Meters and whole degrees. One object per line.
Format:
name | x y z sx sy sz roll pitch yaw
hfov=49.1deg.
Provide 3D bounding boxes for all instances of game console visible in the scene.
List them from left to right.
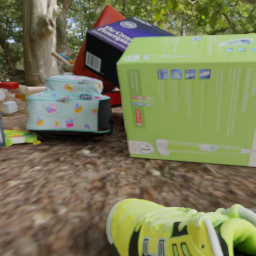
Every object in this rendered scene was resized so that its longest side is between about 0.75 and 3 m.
game console | -0.713 -0.874 9.500 2.994 0.465 2.648 -6 5 29

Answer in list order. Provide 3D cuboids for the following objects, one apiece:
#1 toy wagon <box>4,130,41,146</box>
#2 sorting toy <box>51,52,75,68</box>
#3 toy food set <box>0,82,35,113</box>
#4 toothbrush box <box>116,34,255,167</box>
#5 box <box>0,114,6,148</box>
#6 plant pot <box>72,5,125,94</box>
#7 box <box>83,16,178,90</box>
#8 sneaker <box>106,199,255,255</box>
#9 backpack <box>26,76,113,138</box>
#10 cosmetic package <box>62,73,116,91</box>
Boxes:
toy wagon | -2.269 0.196 5.811 1.000 0.198 0.776 4 11 20
sorting toy | -1.778 -2.213 10.364 1.407 0.280 1.903 34 6 35
toy food set | -4.267 -1.101 9.825 0.869 0.922 1.932 8 26 26
toothbrush box | 1.155 -0.400 4.209 2.341 1.704 1.008 3 38 17
box | -3.212 -0.850 3.704 0.707 2.974 2.872 -4 8 29
plant pot | -0.627 -2.151 8.779 1.946 1.715 1.944 36 -24 -15
box | 0.518 -1.588 6.720 2.629 1.037 1.856 34 44 23
sneaker | 0.448 0.699 1.530 0.693 0.702 1.838 -8 12 -30
backpack | -1.282 -0.428 6.007 1.776 1.361 1.561 -6 7 -5
cosmetic package | -1.480 -1.371 9.662 1.878 0.762 1.060 -8 -5 -38
